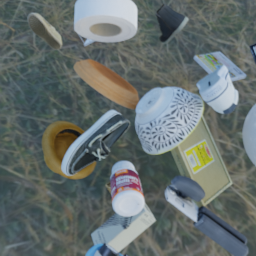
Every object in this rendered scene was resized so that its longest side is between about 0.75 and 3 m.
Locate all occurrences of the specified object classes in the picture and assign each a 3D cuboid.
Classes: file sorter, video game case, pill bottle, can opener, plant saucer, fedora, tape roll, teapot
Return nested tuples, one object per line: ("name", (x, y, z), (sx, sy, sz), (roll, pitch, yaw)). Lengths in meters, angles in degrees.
("file sorter", (-1.280, -3.581, 10.253), (0.984, 0.612, 0.682), (-19, 33, 24))
("video game case", (2.875, -1.908, 8.797), (1.175, 0.148, 1.291), (-16, 56, -30))
("pill bottle", (-0.050, 1.186, 5.671), (0.611, 0.611, 1.115), (-7, 28, -4))
("can opener", (1.953, 2.085, 6.714), (2.418, 0.809, 0.645), (36, 26, 1))
("plant saucer", (-0.543, -1.360, 8.292), (2.228, 2.228, 0.417), (42, 107, 20))
("fedora", (-1.698, 0.678, 7.599), (0.740, 1.815, 1.815), (-35, 57, 31))
("tape roll", (-0.661, -3.170, 8.242), (1.860, 1.860, 0.651), (1, 86, 0))
("teapot", (4.422, 0.236, 7.127), (2.745, 2.031, 2.781), (-28, 94, 13))

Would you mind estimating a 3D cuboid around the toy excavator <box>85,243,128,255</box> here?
("toy excavator", (-0.274, 2.531, 5.153), (1.319, 1.357, 0.678), (37, 77, -15))

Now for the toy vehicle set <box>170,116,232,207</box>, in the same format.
("toy vehicle set", (1.941, 0.788, 7.817), (1.471, 0.314, 2.368), (-21, 87, -37))

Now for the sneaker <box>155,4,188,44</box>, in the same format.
("sneaker", (1.227, -3.398, 9.102), (0.921, 1.735, 0.649), (36, 79, -9))

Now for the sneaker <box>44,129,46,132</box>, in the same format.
("sneaker", (-2.268, 0.147, 8.892), (0.769, 0.440, 0.294), (-14, 34, -29))

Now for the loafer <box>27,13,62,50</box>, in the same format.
("loafer", (-2.076, -2.446, 7.039), (0.399, 1.053, 0.360), (-21, 42, 23))

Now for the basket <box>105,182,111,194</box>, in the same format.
("basket", (-0.197, 1.825, 9.258), (1.000, 0.714, 0.745), (-29, 66, -15))

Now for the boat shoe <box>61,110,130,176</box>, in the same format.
("boat shoe", (-0.706, 0.392, 6.198), (0.581, 0.645, 1.825), (35, 79, 34))

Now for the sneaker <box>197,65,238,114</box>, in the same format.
("sneaker", (2.215, -0.908, 6.900), (0.817, 0.843, 2.308), (52, 29, -8))

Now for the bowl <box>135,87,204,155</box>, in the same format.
("bowl", (0.836, -0.401, 7.373), (0.970, 2.066, 2.066), (41, 62, -24))

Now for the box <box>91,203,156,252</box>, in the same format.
("box", (-0.125, 2.376, 6.687), (1.484, 0.508, 0.610), (-41, 34, 0))

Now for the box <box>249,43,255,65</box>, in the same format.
("box", (4.806, -1.838, 8.363), (1.652, 0.478, 2.078), (-21, 79, 31))
